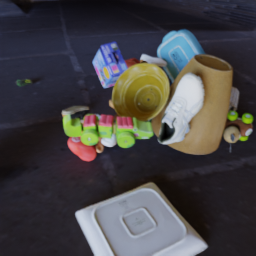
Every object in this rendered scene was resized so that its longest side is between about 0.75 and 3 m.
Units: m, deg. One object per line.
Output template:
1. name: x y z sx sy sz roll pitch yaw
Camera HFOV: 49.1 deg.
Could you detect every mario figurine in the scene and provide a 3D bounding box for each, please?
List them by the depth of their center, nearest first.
1. mario figurine: -0.897 0.024 10.132 2.977 1.838 1.578 -27 85 -45

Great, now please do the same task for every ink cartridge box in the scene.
1. ink cartridge box: -0.702 -2.515 11.143 0.714 1.277 1.871 -23 -3 -23

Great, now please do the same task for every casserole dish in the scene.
1. casserole dish: 2.245 -2.590 11.284 1.733 2.861 0.555 -32 -5 27

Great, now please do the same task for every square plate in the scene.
1. square plate: 0.248 2.600 7.414 2.652 0.377 2.627 -16 37 -23

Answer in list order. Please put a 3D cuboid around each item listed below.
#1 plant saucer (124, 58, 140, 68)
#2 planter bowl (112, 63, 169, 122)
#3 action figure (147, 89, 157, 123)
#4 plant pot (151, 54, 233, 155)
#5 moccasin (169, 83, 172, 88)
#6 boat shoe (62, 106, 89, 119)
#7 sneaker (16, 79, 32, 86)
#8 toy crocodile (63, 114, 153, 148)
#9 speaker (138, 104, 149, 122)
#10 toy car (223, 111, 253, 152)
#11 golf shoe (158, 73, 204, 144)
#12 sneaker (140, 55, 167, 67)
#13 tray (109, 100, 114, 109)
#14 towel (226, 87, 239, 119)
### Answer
1. plant saucer: 0.306 -2.748 13.786 1.969 1.973 0.362 0 67 50
2. planter bowl: 0.582 -1.136 10.090 2.182 2.182 0.909 22 -2 30
3. action figure: 1.208 -1.097 12.454 1.559 0.722 2.639 -2 37 -17
4. plant pot: 2.467 -1.005 9.997 2.703 2.900 2.703 9 36 -6
5. moccasin: 2.041 -1.571 12.289 2.028 0.692 0.816 -16 60 0
6. boat shoe: -2.300 -0.633 12.286 0.632 0.527 1.695 6 18 21
7. sneaker: -5.722 -2.492 15.377 0.847 0.330 0.361 -7 25 -27
8. toy crocodile: -0.610 -0.024 8.840 2.836 0.876 0.957 3 43 -4
9. speaker: 0.203 -0.883 11.787 0.764 0.764 1.881 -17 35 -24
10. toy car: 4.024 0.240 10.479 1.065 1.109 1.350 13 45 20
11. golf shoe: 1.556 -0.475 8.520 0.927 2.366 1.150 29 32 29
12. sneaker: 0.991 -2.557 11.197 1.065 0.388 0.451 16 70 9
13. tray: 0.035 -0.882 12.712 0.880 0.330 1.784 -27 46 -31
14. towel: 3.735 -1.219 12.773 2.349 1.005 1.945 13 37 18
